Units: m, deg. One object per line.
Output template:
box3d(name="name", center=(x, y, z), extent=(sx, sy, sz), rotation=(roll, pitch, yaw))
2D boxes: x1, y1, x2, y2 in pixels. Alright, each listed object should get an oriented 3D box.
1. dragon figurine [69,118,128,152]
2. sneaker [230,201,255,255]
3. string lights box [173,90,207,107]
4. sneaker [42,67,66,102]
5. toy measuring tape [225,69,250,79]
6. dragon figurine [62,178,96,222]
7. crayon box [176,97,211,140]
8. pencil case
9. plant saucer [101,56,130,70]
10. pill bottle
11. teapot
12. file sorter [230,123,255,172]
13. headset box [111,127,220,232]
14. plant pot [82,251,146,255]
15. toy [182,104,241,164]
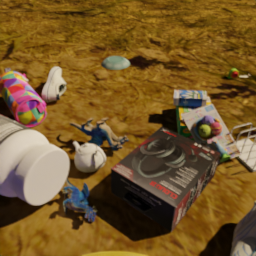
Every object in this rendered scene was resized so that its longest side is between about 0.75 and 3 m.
box3d(name="dragon figurine", center=(-1.011, 0.239, 8.652), extent=(2.002, 0.995, 0.589), rotation=(-2, 20, 22))
box3d(name="sneaker", center=(2.435, 2.502, 5.436), extent=(1.080, 1.248, 2.880), rotation=(45, 66, -3))
box3d(name="string lights box", center=(2.135, -1.020, 9.699), extent=(1.103, 0.325, 0.567), rotation=(4, 38, 10))
box3d(name="sneaker", center=(-2.906, -1.750, 11.484), extent=(0.758, 0.782, 2.143), rotation=(6, 45, -4))
box3d(name="toy measuring tape", center=(4.992, -2.472, 12.676), extent=(1.199, 0.441, 0.441), rotation=(-4, 36, -5))
box3d(name="dragon figurine", center=(-1.200, 1.662, 6.889), extent=(0.776, 0.459, 1.561), rotation=(-6, 40, -10))
box3d(name="crayon box", center=(2.290, -0.383, 9.624), extent=(1.182, 0.580, 1.990), rotation=(3, 36, 4))
box3d(name="pencil case", center=(-3.903, -1.145, 10.205), extent=(1.224, 1.224, 2.770), rotation=(-20, 43, -25))
box3d(name="plant saucer", center=(-0.629, -3.308, 13.957), extent=(1.439, 0.277, 1.439), rotation=(1, 36, 0))
box3d(name="pill bottle", center=(-3.096, 0.696, 7.147), extent=(2.995, 1.735, 1.735), rotation=(21, 41, 26))
box3d(name="teapot", center=(-1.088, 0.756, 7.841), extent=(0.943, 0.689, 0.931), rotation=(-8, 26, -2))
box3d(name="file sorter", center=(3.665, 0.516, 8.233), extent=(0.856, 0.768, 1.234), rotation=(-13, 37, -18))
box3d(name="headset box", center=(0.884, 1.213, 7.088), extent=(1.849, 0.960, 2.485), rotation=(26, 42, 30))
box3d(name="plant pot", center=(-0.380, 2.612, 4.379), extent=(1.131, 1.593, 1.593), rotation=(24, 39, 1))
box3d(name="toy", center=(2.494, 0.117, 8.354), extent=(1.070, 0.439, 1.858), rotation=(-19, 67, -6))
